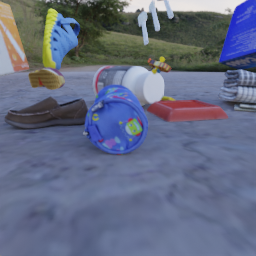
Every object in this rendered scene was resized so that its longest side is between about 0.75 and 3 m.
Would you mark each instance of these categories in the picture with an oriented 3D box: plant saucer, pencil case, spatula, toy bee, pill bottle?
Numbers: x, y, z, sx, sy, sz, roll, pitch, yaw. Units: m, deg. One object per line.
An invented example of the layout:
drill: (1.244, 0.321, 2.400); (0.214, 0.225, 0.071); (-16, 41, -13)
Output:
plant saucer: (1.865, -0.621, 9.184); (2.024, 0.372, 2.028); (-3, 13, -14)
pencil case: (-0.312, -0.298, 6.270); (1.227, 1.103, 2.826); (-12, 14, 0)
spatula: (0.839, -3.620, 8.889); (0.170, 1.471, 2.116); (30, 37, -30)
toy bee: (0.797, -1.817, 8.210); (0.876, 0.574, 0.476); (-7, -33, 41)
pill bottle: (0.002, -1.623, 10.877); (1.522, 1.522, 2.750); (-12, 18, -42)

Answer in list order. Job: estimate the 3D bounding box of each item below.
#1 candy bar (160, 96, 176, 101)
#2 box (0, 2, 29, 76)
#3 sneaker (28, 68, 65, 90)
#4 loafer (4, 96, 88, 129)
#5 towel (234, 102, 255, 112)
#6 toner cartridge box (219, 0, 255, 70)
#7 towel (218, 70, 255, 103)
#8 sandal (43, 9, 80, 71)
candy bar: (1.410, -1.347, 12.590); (0.408, 0.181, 1.637); (-7, 14, -41)
box: (-3.777, -2.500, 8.035); (0.956, 1.962, 1.221); (-12, 15, 4)
sneaker: (-1.620, -1.097, 5.965); (1.238, 0.464, 0.558); (13, 30, 43)
loafer: (-2.169, -0.478, 7.627); (2.246, 0.797, 0.820); (-5, 15, -22)
towel: (4.585, -0.782, 10.123); (1.353, 0.234, 1.303); (6, 15, 27)
toner cartridge box: (2.782, -1.930, 5.112); (0.614, 1.351, 2.845); (14, 4, -11)
towel: (5.010, -1.587, 10.852); (2.332, 1.205, 2.816); (5, 10, 5)
sandal: (-2.306, -3.077, 9.708); (1.207, 1.101, 2.771); (9, 55, -17)
